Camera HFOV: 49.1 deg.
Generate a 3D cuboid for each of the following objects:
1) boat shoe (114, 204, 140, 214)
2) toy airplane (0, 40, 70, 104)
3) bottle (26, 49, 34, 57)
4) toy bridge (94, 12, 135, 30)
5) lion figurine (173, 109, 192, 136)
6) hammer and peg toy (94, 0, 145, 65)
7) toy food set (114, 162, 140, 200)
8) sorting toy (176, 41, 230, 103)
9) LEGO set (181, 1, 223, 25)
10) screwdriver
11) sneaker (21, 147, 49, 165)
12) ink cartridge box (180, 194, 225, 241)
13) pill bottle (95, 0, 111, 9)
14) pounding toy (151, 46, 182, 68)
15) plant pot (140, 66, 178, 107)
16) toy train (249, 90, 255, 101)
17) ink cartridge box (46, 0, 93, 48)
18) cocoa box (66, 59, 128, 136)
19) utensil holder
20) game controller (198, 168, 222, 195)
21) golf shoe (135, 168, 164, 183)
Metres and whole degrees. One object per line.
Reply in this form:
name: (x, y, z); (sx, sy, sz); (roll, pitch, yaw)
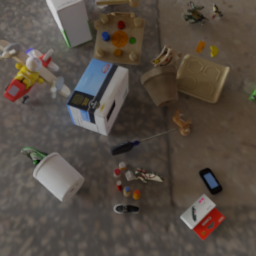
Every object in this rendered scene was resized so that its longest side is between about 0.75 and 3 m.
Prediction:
boat shoe: (-0.034, 2.674, 9.240); (0.854, 0.283, 0.299); (6, 64, 2)
toy airplane: (-3.636, -2.289, 10.928); (2.506, 1.768, 2.495); (-7, 78, -28)
bottle: (-4.018, -3.084, 12.206); (0.387, 0.303, 0.927); (-42, 70, -19)
toy bridge: (-0.645, -5.179, 13.297); (2.003, 0.273, 0.673); (-16, 61, -6)
lion figurine: (2.006, -0.209, 10.667); (0.641, 0.379, 1.047); (-40, 70, -13)
hammer and peg toy: (-0.363, -4.128, 11.800); (2.046, 0.981, 2.781); (7, 92, 4)
toy food set: (-0.088, 1.781, 9.509); (0.665, 0.627, 1.393); (-18, 64, -9)
sorting toy: (3.154, -2.381, 11.740); (1.975, 0.355, 2.651); (21, 70, 16)
LEGO set: (3.410, -5.297, 13.317); (2.151, 0.610, 1.397); (3, 64, -13)
screwdriver: (0.602, 0.463, 10.267); (2.663, 0.387, 0.371); (-18, 81, -12)
sneaker: (-3.316, 1.026, 9.914); (1.131, 0.441, 0.482); (16, 52, 12)
ink cartridge box: (2.445, 2.893, 9.111); (1.126, 0.245, 0.978); (-37, 62, -17)
pill bottle: (-1.109, -6.351, 13.687); (0.640, 0.640, 1.069); (29, 65, 14)
pounding toy: (1.682, -2.886, 11.698); (1.317, 0.753, 0.756); (-35, 54, -6)
plant pot: (1.337, -1.543, 10.900); (1.444, 1.444, 1.253); (-14, 78, -7)
toy train: (5.227, -1.481, 11.393); (0.206, 0.278, 0.987); (31, 67, 15)
ink cartridge box: (-2.812, -5.421, 12.358); (1.234, 2.129, 2.940); (-25, 65, -7)
cocoa box: (-1.067, -1.153, 10.516); (1.485, 1.509, 2.263); (19, 64, 10)
utensil holder: (-2.282, 1.654, 9.318); (1.304, 1.109, 1.109); (39, 69, 14)
game controller: (2.856, 1.846, 9.720); (0.493, 0.199, 0.946); (-23, 66, -11)
golf shoe: (0.730, 1.723, 9.740); (1.022, 0.395, 0.450); (18, 82, 14)
